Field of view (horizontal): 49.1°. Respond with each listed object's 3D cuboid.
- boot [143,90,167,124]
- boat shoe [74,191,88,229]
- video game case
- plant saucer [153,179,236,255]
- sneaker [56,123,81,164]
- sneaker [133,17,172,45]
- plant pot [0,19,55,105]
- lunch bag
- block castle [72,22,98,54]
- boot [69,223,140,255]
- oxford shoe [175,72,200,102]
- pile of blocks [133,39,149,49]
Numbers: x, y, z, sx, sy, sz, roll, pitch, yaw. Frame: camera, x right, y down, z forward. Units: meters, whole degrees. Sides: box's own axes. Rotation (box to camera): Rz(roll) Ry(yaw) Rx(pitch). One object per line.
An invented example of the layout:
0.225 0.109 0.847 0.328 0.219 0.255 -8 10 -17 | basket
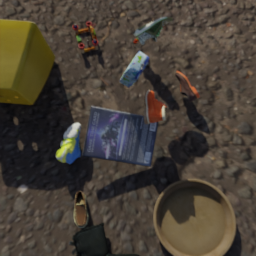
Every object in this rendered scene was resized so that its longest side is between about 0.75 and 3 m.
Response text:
1.010 -0.803 10.307 0.839 0.587 1.566 -8 50 12 | boot
-1.720 2.860 9.946 0.498 0.499 1.348 -10 44 -6 | boat shoe
-0.259 0.345 10.596 2.633 0.250 1.881 10 90 -9 | video game case
2.355 3.306 10.071 2.908 0.428 2.908 0 67 1 | plant saucer
-2.161 0.663 10.954 0.624 0.866 1.648 8 63 42 | sneaker
1.013 -3.724 10.833 1.663 0.639 0.737 -27 105 -6 | sneaker
-4.928 -2.463 11.420 2.893 2.893 2.552 5 79 2 | plant pot
0.232 -2.091 10.090 0.530 1.284 1.032 32 68 -8 | lunch bag
-1.997 -4.314 13.212 0.957 0.672 1.433 -16 67 -7 | block castle
-0.760 4.158 9.531 2.201 0.814 1.804 -20 66 -6 | boot
2.354 -1.747 11.787 0.550 0.539 1.515 -36 66 9 | oxford shoe
0.661 -4.023 12.186 0.455 1.464 0.601 24 67 -27 | pile of blocks
